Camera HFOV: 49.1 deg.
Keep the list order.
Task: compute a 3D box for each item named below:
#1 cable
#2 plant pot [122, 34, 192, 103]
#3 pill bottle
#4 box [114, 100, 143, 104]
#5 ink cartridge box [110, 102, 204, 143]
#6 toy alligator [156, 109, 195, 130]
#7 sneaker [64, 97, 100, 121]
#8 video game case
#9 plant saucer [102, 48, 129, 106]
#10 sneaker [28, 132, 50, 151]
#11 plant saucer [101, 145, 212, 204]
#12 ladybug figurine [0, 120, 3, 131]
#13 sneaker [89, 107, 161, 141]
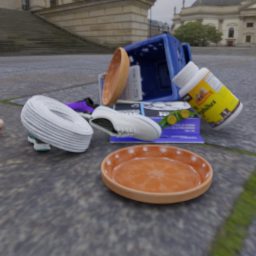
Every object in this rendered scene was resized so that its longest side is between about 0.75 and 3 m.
[{"bbox_3d":[-1.948,-0.124,7.890,2.064,0.714,2.063,29,11,-5],"label":"cable"},{"bbox_3d":[1.432,-2.409,12.417,2.678,2.679,2.408,-7,4,42],"label":"plant pot"},{"bbox_3d":[2.502,-1.071,9.062,2.192,1.198,1.198,44,24,-1],"label":"pill bottle"},{"bbox_3d":[0.069,-0.826,11.548,1.289,0.530,0.441,9,19,22],"label":"box"},{"bbox_3d":[0.878,-0.270,9.693,2.918,0.639,2.945,0,20,0],"label":"ink cartridge box"},{"bbox_3d":[1.252,-0.247,8.669,1.691,0.406,0.560,-24,-5,-4],"label":"toy alligator"},{"bbox_3d":[-1.732,-0.801,10.704,1.700,0.845,0.591,19,-11,32],"label":"sneaker"},{"bbox_3d":[-0.385,-1.783,12.207,2.055,1.471,0.185,-6,-4,30],"label":"video game case"},{"bbox_3d":[-0.488,-1.979,11.207,0.442,2.363,2.363,13,14,-18],"label":"plant saucer"},{"bbox_3d":[-2.566,0.187,8.187,0.540,0.635,1.391,1,13,-33],"label":"sneaker"},{"bbox_3d":[0.611,0.990,6.244,2.417,0.390,2.417,1,19,0],"label":"plant saucer"},{"bbox_3d":[-4.652,0.080,8.697,1.574,0.566,1.068,-16,24,-40],"label":"ladybug figurine"},{"bbox_3d":[-0.134,0.018,8.281,2.167,0.791,0.767,15,38,13],"label":"sneaker"}]
